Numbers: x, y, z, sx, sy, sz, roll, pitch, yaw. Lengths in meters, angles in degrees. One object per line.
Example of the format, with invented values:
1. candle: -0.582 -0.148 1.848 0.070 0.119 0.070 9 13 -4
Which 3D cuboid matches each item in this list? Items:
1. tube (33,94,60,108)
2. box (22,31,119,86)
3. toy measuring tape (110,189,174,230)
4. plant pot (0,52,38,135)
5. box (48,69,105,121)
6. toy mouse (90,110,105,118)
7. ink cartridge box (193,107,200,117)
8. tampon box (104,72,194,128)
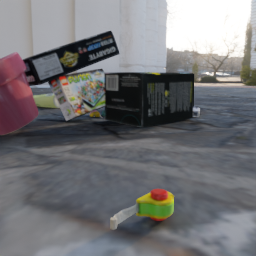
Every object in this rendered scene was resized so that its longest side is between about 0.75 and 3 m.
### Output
1. tube: -3.759 -1.154 12.116 2.310 0.670 0.600 4 48 34
2. box: -2.031 -1.876 7.953 2.359 0.683 2.968 -29 21 -29
3. toy measuring tape: 0.189 0.717 2.429 0.282 0.282 0.766 9 13 39
4. plant pot: -2.778 -0.690 6.153 1.576 1.411 1.576 -20 24 10
5. box: -1.339 -1.126 8.877 0.401 1.270 2.308 -22 4 34
6. toy mouse: -0.965 -0.502 9.348 0.913 0.177 0.812 7 12 33
7. ink cartridge box: 1.877 -0.575 9.558 1.101 0.239 1.091 2 13 15
8. tampon box: 0.638 -0.928 8.247 2.193 1.384 1.643 -10 15 -41
